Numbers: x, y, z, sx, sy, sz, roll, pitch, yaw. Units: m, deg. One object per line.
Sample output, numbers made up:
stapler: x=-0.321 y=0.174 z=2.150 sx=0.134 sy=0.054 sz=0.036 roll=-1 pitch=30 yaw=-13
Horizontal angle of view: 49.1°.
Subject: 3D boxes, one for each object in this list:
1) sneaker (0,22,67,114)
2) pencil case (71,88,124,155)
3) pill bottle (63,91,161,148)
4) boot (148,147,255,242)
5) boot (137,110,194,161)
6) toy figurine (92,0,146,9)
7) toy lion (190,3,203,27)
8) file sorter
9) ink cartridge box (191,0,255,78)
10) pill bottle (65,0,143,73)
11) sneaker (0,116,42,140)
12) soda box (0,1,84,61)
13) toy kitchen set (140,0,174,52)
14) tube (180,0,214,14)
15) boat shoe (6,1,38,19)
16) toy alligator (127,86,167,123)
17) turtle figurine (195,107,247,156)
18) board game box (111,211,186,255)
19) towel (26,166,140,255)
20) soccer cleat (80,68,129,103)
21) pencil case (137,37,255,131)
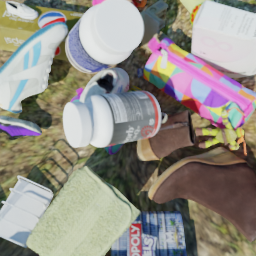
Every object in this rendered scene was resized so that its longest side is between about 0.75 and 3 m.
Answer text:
sneaker: x=-2.359 y=-1.538 z=7.000 sx=2.586 sy=1.044 sz=0.989 roll=-47 pitch=29 yaw=2
pencil case: x=-0.693 y=-0.178 z=6.761 sx=0.710 sy=0.771 sz=1.669 roll=-36 pitch=68 yaw=-18
pill bottle: x=-0.296 y=-0.166 z=5.392 sx=1.711 sy=0.991 sz=0.991 roll=-10 pitch=61 yaw=-33
boot: x=1.825 y=1.453 z=5.738 sx=2.339 sy=0.846 sz=1.945 roll=-22 pitch=53 yaw=-21
boot: x=0.803 y=-0.110 z=6.408 sx=1.400 sy=0.609 sz=1.683 roll=-25 pitch=51 yaw=32
toy figurine: x=-0.132 y=-4.172 z=8.629 sx=2.340 sy=1.756 sz=2.153 roll=24 pitch=78 yaw=-15
toy lion: x=2.118 y=-2.954 z=7.940 sx=0.338 sy=0.984 sz=0.943 roll=-23 pitch=50 yaw=-31
file sorter: x=-2.175 y=1.692 z=5.709 sx=0.829 sy=0.744 sz=1.194 roll=26 pitch=65 yaw=-5
ink cartridge box: x=2.931 y=-1.650 z=6.428 sx=2.920 sy=2.373 sz=0.833 roll=27 pitch=88 yaw=14
pill bottle: x=-0.586 y=-1.977 z=6.252 sx=1.255 sy=2.170 sz=1.255 roll=-1 pitch=93 yaw=-24
sneaker: x=-2.621 y=0.078 z=6.745 sx=1.012 sy=0.352 sz=0.503 roll=18 pitch=108 yaw=-15
soda box: x=-2.534 y=-2.721 z=7.932 sx=2.984 sy=0.955 sz=1.011 roll=10 pitch=63 yaw=6
toy kitchen set: x=0.994 y=-3.014 z=7.967 sx=1.282 sy=1.159 sz=1.421 roll=-40 pitch=71 yaw=-18
tube: x=2.191 y=-3.877 z=8.712 sx=0.793 sy=0.710 sz=2.734 roll=8 pitch=49 yaw=-41
boat shoe: x=-2.837 y=-3.141 z=7.439 sx=0.875 sy=0.286 sz=0.322 roll=14 pitch=62 yaw=4
toy alligator: x=0.305 y=-0.578 z=6.413 sx=1.578 sy=0.379 sz=0.523 roll=37 pitch=101 yaw=47
turtle figurine: x=2.126 y=0.219 z=6.273 sx=1.082 sy=1.342 sz=0.432 roll=-12 pitch=33 yaw=24
board game box: x=0.159 y=2.598 z=5.460 sx=1.934 sy=0.597 sz=1.935 roll=-1 pitch=64 yaw=-1
towel: x=-0.912 y=1.860 z=5.329 sx=1.495 sy=0.368 sz=2.015 roll=38 pitch=97 yaw=3
soccer cleat: x=-0.373 y=-1.073 z=6.712 sx=0.775 sy=0.958 sz=2.220 roll=34 pitch=38 yaw=-1
pencil case: x=1.690 y=-1.053 z=6.935 sx=2.924 sy=1.292 sz=1.292 roll=36 pitch=69 yaw=14
